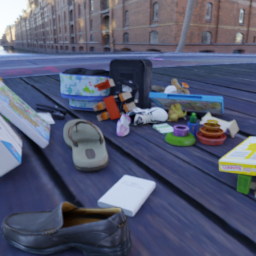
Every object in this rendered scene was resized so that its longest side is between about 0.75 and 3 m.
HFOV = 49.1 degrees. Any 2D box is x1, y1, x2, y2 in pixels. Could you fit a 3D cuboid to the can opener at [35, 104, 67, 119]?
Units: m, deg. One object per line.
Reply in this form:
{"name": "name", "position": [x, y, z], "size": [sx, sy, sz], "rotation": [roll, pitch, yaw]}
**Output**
{"name": "can opener", "position": [-3.217, -0.748, 11.667], "size": [1.375, 0.436, 0.541], "rotation": [20, 9, 8]}

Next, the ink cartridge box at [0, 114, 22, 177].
{"name": "ink cartridge box", "position": [-3.468, 0.298, 7.208], "size": [0.781, 1.353, 1.865], "rotation": [-35, 23, -8]}

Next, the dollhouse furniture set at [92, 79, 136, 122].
{"name": "dollhouse furniture set", "position": [-0.739, -1.067, 10.833], "size": [1.549, 1.532, 0.798], "rotation": [-17, 7, 32]}

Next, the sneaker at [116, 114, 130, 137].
{"name": "sneaker", "position": [-0.236, -0.004, 10.012], "size": [0.430, 0.472, 1.068], "rotation": [36, 36, -16]}

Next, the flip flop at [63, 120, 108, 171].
{"name": "flip flop", "position": [-1.312, 0.279, 8.285], "size": [1.207, 0.857, 2.976], "rotation": [-13, 24, -11]}

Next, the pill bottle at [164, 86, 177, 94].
{"name": "pill bottle", "position": [2.238, -1.648, 14.010], "size": [0.831, 0.831, 1.454], "rotation": [0, 19, 0]}

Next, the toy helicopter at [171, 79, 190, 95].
{"name": "toy helicopter", "position": [2.414, -1.808, 12.947], "size": [0.559, 0.937, 1.416], "rotation": [-8, 51, -26]}

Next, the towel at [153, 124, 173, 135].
{"name": "towel", "position": [1.366, 0.034, 10.296], "size": [0.656, 0.101, 0.860], "rotation": [-7, 20, -22]}

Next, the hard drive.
{"name": "hard drive", "position": [0.003, 1.449, 6.137], "size": [0.804, 0.163, 1.219], "rotation": [9, 21, 25]}

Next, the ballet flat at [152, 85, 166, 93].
{"name": "ballet flat", "position": [1.139, -2.135, 15.992], "size": [2.429, 0.563, 0.818], "rotation": [10, -13, 12]}

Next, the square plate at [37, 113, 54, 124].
{"name": "square plate", "position": [-3.737, -0.356, 11.284], "size": [1.345, 0.193, 1.358], "rotation": [-7, 20, -20]}

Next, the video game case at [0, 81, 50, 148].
{"name": "video game case", "position": [-3.467, -0.546, 8.855], "size": [0.270, 2.444, 2.225], "rotation": [-44, 20, 0]}

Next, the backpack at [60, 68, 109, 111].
{"name": "backpack", "position": [-1.761, -1.739, 12.596], "size": [2.324, 1.866, 2.539], "rotation": [6, 12, 15]}

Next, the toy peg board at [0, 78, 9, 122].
{"name": "toy peg board", "position": [-4.944, -1.253, 10.171], "size": [1.189, 2.421, 2.431], "rotation": [-16, 22, -10]}

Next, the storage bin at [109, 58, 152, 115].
{"name": "storage bin", "position": [0.121, -1.781, 12.031], "size": [1.571, 2.324, 1.089], "rotation": [7, 18, 21]}

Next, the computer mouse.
{"name": "computer mouse", "position": [-0.128, -1.087, 11.429], "size": [1.219, 1.736, 0.400], "rotation": [20, 7, 29]}

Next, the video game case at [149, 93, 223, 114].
{"name": "video game case", "position": [2.483, -1.022, 11.715], "size": [2.830, 0.252, 2.025], "rotation": [6, -7, 20]}

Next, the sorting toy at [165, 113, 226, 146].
{"name": "sorting toy", "position": [2.199, 0.038, 9.206], "size": [1.951, 0.801, 1.173], "rotation": [0, 19, 0]}

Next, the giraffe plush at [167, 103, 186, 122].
{"name": "giraffe plush", "position": [1.873, -0.525, 11.301], "size": [0.660, 0.703, 0.814], "rotation": [-30, 66, -37]}

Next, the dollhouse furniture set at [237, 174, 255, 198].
{"name": "dollhouse furniture set", "position": [2.954, 1.270, 6.249], "size": [0.843, 0.423, 0.553], "rotation": [18, 26, 41]}

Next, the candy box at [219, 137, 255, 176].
{"name": "candy box", "position": [3.366, 0.649, 7.036], "size": [1.294, 0.334, 2.532], "rotation": [4, 14, 39]}

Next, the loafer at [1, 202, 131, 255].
{"name": "loafer", "position": [-1.066, 1.588, 4.733], "size": [2.260, 0.817, 0.823], "rotation": [1, 20, 6]}

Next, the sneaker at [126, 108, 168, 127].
{"name": "sneaker", "position": [0.631, -0.360, 10.675], "size": [1.616, 0.645, 1.052], "rotation": [12, 28, 15]}

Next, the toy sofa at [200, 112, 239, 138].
{"name": "toy sofa", "position": [3.189, -0.052, 9.912], "size": [0.603, 0.512, 1.237], "rotation": [-46, 36, -13]}
